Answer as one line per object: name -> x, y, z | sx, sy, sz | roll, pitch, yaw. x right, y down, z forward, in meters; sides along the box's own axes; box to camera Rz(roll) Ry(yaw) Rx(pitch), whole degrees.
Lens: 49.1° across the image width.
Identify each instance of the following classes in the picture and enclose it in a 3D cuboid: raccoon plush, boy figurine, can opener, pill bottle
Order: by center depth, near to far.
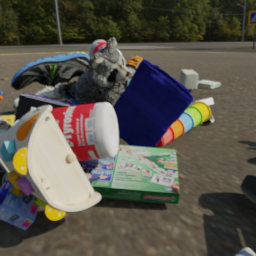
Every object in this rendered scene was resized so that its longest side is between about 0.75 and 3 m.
can opener -> 2.999, 1.073, 4.208 | 0.782, 0.987, 2.970 | 37, -10, -12
pill bottle -> -1.226, 0.135, 5.539 | 1.929, 1.083, 1.083 | -6, 18, 10
raccoon plush -> -1.262, -1.423, 7.904 | 2.909, 1.949, 1.407 | -1, 49, 16
boy figurine -> -4.042, -0.211, 9.648 | 0.892, 0.462, 1.435 | 23, 30, 18
pill bottle -> -0.718, -2.439, 9.742 | 0.853, 0.853, 1.520 | -10, 36, -27

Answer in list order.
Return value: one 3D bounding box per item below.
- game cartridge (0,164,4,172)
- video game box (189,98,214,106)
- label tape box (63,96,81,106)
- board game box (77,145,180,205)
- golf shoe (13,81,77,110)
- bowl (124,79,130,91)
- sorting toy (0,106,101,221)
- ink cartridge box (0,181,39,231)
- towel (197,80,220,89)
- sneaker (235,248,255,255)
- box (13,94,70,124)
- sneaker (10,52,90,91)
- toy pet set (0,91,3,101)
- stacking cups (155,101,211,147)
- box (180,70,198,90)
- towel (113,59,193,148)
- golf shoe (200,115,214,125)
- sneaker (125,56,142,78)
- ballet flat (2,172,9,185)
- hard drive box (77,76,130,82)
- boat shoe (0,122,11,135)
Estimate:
game cartridge -> -3.388, 0.964, 6.134 | 1.450, 0.278, 0.940 | -23, 23, -27
video game box -> 2.522, -0.831, 10.995 | 1.297, 0.304, 1.181 | -15, -4, -43
label tape box -> -1.092, -0.648, 9.037 | 1.218, 0.562, 1.700 | 31, -2, 35
board game box -> -0.047, 0.886, 5.852 | 2.141, 0.312, 1.441 | 4, 30, 5
golf shoe -> -3.344, -1.308, 11.656 | 2.785, 1.282, 1.011 | -9, 22, -22
bowl -> 0.693, -0.830, 8.957 | 1.884, 1.884, 0.986 | -16, 0, -38
sorting toy -> -1.603, 0.681, 4.657 | 1.627, 1.807, 0.965 | -2, 31, 42
ink cartridge box -> -1.995, 1.304, 4.813 | 0.853, 0.325, 0.582 | 34, 18, -19
towel -> 4.758, -2.595, 16.832 | 1.122, 0.316, 1.310 | 20, 27, 37
sneaker -> 2.088, 1.918, 3.249 | 1.827, 0.688, 0.805 | 14, 24, 33
box -> -2.355, -0.378, 7.876 | 1.306, 0.921, 1.765 | 12, 5, -15
sneaker -> -2.483, -1.730, 9.299 | 2.744, 1.137, 0.973 | -19, 6, -19
toy pet set -> -5.178, -0.540, 9.933 | 1.511, 0.802, 1.411 | -18, 24, 0
stacking cups -> 1.626, -0.158, 8.844 | 0.768, 0.768, 2.537 | 18, 32, 42
box -> 3.488, -2.814, 16.166 | 0.728, 0.889, 1.873 | 1, 21, 2
towel -> 0.492, -0.472, 7.268 | 1.605, 2.173, 0.538 | 43, 32, 13
golf shoe -> 2.547, -0.360, 10.182 | 1.111, 0.432, 0.525 | 5, 18, 17
sneaker -> 0.150, -2.360, 10.875 | 0.806, 0.795, 2.060 | 20, 18, 2
ballet flat -> -2.311, 0.880, 6.535 | 0.619, 0.602, 1.741 | 14, 22, -6
hard drive box -> -0.414, -1.586, 11.246 | 2.671, 1.026, 2.082 | 8, 13, -37
boat shoe -> -3.888, 0.093, 8.644 | 0.343, 0.314, 0.917 | -41, 27, 3
